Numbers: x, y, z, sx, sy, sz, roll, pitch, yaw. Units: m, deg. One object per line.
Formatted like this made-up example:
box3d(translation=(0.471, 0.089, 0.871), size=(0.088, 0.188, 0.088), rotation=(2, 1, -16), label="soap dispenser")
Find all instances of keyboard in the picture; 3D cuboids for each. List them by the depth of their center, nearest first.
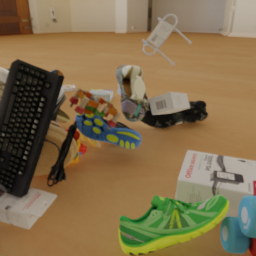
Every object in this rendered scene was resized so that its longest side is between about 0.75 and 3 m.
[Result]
box3d(translation=(-2.030, 0.212, 6.080), size=(1.873, 2.948, 0.304), rotation=(20, 14, -4), label="keyboard")

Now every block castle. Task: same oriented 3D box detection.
box3d(translation=(-0.952, -0.510, 7.836), size=(1.323, 0.621, 0.884), rotation=(22, 18, -36), label="block castle")

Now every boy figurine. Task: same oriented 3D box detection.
box3d(translation=(-1.063, 0.246, 9.831), size=(1.573, 0.507, 0.978), rotation=(-3, 59, 11), label="boy figurine")

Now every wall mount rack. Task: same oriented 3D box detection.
box3d(translation=(1.162, -2.647, 8.535), size=(1.239, 1.426, 0.532), rotation=(40, 8, 16), label="wall mount rack")

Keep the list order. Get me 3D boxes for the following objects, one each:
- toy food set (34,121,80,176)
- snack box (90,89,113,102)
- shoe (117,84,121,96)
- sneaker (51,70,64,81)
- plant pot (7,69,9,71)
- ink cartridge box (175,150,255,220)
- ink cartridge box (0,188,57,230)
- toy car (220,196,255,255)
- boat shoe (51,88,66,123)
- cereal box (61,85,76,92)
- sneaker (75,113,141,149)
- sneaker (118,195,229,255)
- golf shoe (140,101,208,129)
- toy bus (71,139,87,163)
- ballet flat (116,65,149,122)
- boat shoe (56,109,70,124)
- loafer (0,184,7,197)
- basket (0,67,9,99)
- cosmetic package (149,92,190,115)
box3d(translation=(-2.381, 0.513, 7.161), size=(2.285, 2.308, 0.561), rotation=(-31, 47, 25), label="toy food set")
box3d(translation=(-1.402, -1.657, 14.211), size=(1.149, 0.389, 0.969), rotation=(2, 24, 6), label="snack box")
box3d(translation=(0.042, -1.410, 10.893), size=(0.622, 0.792, 1.741), rotation=(-41, 19, 11), label="shoe")
box3d(translation=(-4.895, -2.361, 15.349), size=(2.809, 1.057, 1.238), rotation=(-25, 13, -39), label="sneaker")
box3d(translation=(-4.480, -1.376, 12.029), size=(2.180, 2.180, 1.468), rotation=(-21, 64, -38), label="plant pot")
box3d(translation=(2.352, 1.429, 6.944), size=(2.160, 0.901, 1.569), rotation=(8, 26, 18), label="ink cartridge box")
box3d(translation=(-2.478, 1.819, 6.535), size=(1.446, 0.482, 0.837), rotation=(11, 26, 12), label="ink cartridge box")
box3d(translation=(2.789, 2.417, 4.492), size=(1.995, 1.915, 2.165), rotation=(6, 53, 0), label="toy car")
box3d(translation=(-2.466, -0.019, 7.933), size=(0.817, 2.886, 0.990), rotation=(34, 32, -19), label="boat shoe")
box3d(translation=(-3.459, -2.212, 15.637), size=(0.981, 0.194, 0.706), rotation=(-7, 26, -16), label="cereal box")
box3d(translation=(-0.646, 0.097, 8.803), size=(2.201, 0.780, 0.912), rotation=(21, 1, 0), label="sneaker")
box3d(translation=(0.870, 1.715, 5.446), size=(2.284, 0.955, 0.846), rotation=(-19, -15, -3), label="sneaker")
box3d(translation=(1.725, -0.583, 11.428), size=(2.834, 1.102, 1.339), rotation=(0, 8, -5), label="golf shoe")
box3d(translation=(-1.766, 0.587, 8.502), size=(1.045, 1.089, 0.739), rotation=(-9, 45, -23), label="toy bus")
box3d(translation=(0.194, -1.453, 9.191), size=(1.019, 1.019, 2.834), rotation=(-3, 47, -6), label="ballet flat")
box3d(translation=(-3.227, -0.528, 10.505), size=(2.115, 0.666, 0.772), rotation=(19, 20, -37), label="boat shoe")
box3d(translation=(-3.330, 0.941, 5.654), size=(0.559, 1.774, 0.638), rotation=(-54, 23, -22), label="loafer")
box3d(translation=(-3.972, -0.994, 7.308), size=(2.634, 1.625, 1.785), rotation=(25, 2, 16), label="basket")
box3d(translation=(1.475, -0.846, 9.800), size=(0.840, 0.590, 1.656), rotation=(-14, -3, 29), label="cosmetic package")
